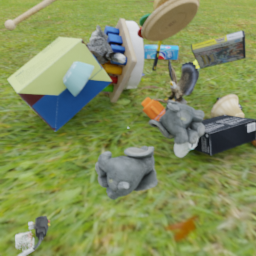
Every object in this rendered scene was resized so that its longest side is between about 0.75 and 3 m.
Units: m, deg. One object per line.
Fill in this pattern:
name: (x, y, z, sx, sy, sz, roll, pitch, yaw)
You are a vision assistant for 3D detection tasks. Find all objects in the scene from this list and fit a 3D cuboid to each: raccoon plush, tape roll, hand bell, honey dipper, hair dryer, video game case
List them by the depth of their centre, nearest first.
hair dryer: (-1.872, 2.656, 4.594, 1.721, 0.614, 2.259, -27, 33, -11)
hand bell: (3.520, -0.016, 8.489, 1.037, 1.037, 1.992, -14, 48, -21)
raccoon plush: (-0.608, -2.576, 8.848, 1.549, 0.750, 1.038, 20, 73, 13)
honey dipper: (-2.726, -4.017, 9.049, 2.987, 0.567, 0.567, -27, 33, 7)
video game case: (3.090, -2.559, 9.456, 1.614, 0.228, 1.786, -10, -13, 22)
tape roll: (-0.069, -2.786, 10.915, 0.474, 2.595, 2.595, -6, 33, -19)

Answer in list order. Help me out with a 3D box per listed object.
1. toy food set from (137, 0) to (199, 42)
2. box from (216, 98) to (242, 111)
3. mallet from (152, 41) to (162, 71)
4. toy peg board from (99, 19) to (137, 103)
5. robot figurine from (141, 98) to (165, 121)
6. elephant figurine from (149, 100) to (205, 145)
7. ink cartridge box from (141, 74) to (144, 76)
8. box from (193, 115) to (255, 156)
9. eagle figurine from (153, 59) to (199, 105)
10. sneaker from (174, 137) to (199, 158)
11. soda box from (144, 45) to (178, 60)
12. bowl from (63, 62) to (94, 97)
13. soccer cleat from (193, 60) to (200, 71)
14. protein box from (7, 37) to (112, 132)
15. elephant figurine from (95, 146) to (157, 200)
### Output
toy food set: (1.159, -3.206, 8.146, 1.945, 1.926, 0.473, -16, 74, -47)
box: (3.640, -0.844, 10.139, 0.654, 0.202, 0.819, -2, 33, -6)
mallet: (1.009, -2.833, 10.003, 0.591, 1.795, 0.369, -4, 45, -23)
toy peg board: (-0.751, -2.369, 9.812, 1.039, 2.116, 2.124, 2, 56, -24)
robot figurine: (0.876, -0.549, 9.080, 0.979, 0.704, 0.571, 45, 59, 1)
elephant figurine: (1.092, -0.124, 7.164, 1.097, 1.202, 1.550, -9, 11, -26)
ink cartridge box: (0.129, -2.460, 12.639, 0.900, 0.214, 0.910, 25, 42, 33)
box: (2.530, 0.143, 7.842, 1.673, 0.660, 1.181, -14, 18, -24)
eagle figurine: (1.476, -1.311, 8.423, 1.011, 1.333, 1.006, 21, -3, -1)
sneaker: (1.553, 0.448, 7.320, 0.431, 1.145, 0.507, 6, 40, -17)
soda box: (1.699, -3.930, 14.572, 1.749, 0.561, 0.593, 3, 33, 6)
bowl: (-1.337, -1.335, 7.244, 0.489, 0.936, 0.936, 33, 28, -19)
soccer cleat: (2.637, -2.447, 10.951, 0.510, 1.220, 0.394, 33, -14, -14)
protein box: (-2.177, -1.455, 8.631, 2.266, 1.540, 2.282, -43, 33, -10)
elephant figurine: (0.125, 0.559, 4.210, 1.103, 0.780, 0.855, -19, 55, -27)
